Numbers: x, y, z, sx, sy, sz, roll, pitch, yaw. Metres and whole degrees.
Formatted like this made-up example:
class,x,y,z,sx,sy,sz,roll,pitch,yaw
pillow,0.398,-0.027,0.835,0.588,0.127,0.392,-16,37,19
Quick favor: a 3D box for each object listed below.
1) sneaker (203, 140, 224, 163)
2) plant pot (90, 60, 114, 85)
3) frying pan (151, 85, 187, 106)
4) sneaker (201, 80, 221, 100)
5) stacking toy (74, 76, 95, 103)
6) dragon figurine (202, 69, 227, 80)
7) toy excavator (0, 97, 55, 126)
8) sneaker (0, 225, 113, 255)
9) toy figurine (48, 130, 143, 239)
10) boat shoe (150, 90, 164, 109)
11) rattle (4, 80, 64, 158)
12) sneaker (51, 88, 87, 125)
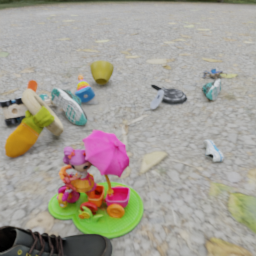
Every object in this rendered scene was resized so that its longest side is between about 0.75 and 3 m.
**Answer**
class,x,y,z,sx,sy,sz,roll,pitch,yaw
sneaker,2.785,0.783,9.529,0.457,0.395,1.054,-16,37,-11
plant pot,-1.369,-2.769,14.496,1.238,1.238,0.879,0,67,0
frying pan,2.061,-1.774,13.799,1.453,0.391,2.401,-4,35,-7
sneaker,3.966,-1.810,13.677,0.835,0.710,1.830,1,24,31
stacking toy,-2.141,-1.957,13.187,0.829,0.784,1.428,-25,53,4
dragon figurine,4.889,-3.058,15.761,1.498,0.441,0.745,-18,36,-25
toy excavator,-4.119,-0.931,11.837,1.946,0.999,2.001,-11,14,2
sneaker,-1.585,2.535,5.659,2.668,1.417,0.998,-11,33,-17
toy figurine,-0.893,1.158,7.002,2.597,2.390,1.949,4,32,8
boat shoe,1.339,-1.206,12.550,0.373,0.331,1.014,26,72,28
rattle,-3.786,-0.413,10.565,2.916,2.083,1.898,44,12,37
sneaker,-2.254,-0.963,11.667,2.151,0.834,0.981,47,33,22
